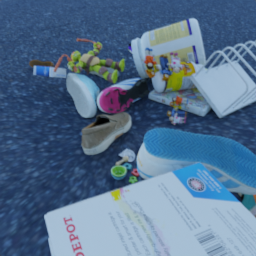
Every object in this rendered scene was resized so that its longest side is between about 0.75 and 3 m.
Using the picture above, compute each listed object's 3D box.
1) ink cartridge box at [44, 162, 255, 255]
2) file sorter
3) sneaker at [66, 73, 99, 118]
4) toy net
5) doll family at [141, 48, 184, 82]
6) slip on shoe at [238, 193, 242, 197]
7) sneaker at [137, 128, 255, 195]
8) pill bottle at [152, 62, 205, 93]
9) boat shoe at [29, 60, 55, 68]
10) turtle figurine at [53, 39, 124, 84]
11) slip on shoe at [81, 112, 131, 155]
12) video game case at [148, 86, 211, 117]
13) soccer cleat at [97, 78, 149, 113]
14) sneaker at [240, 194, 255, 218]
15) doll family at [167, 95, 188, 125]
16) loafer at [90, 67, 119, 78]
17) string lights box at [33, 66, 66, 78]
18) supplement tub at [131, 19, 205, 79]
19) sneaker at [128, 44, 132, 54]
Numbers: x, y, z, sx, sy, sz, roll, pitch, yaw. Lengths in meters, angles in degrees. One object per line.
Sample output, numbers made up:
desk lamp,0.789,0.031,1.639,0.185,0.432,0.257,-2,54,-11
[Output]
ink cartridge box,0.385,2.062,3.986,2.589,1.873,1.906,-14,37,-19
file sorter,3.690,-1.739,9.188,2.458,1.531,1.706,-22,70,-31
sneaker,-1.356,-1.213,9.618,1.003,0.904,2.447,-4,40,-27
toy net,-0.005,0.888,7.126,0.667,0.245,1.271,5,34,8
doll family,1.054,-1.972,9.122,1.447,0.652,0.898,4,66,-15
slip on shoe,3.139,1.276,6.431,1.332,0.404,0.506,-8,35,-11
sneaker,1.385,0.746,5.289,2.475,1.000,0.947,15,47,-3
pill bottle,1.806,-1.828,9.942,1.773,0.969,0.969,-10,36,-16
boat shoe,-3.780,-2.740,12.323,1.096,0.386,0.385,9,-3,8
turtle figurine,-1.295,-2.221,9.913,2.057,0.822,2.551,22,42,10
slip on shoe,-0.599,-0.073,7.836,0.864,0.689,2.273,-4,23,31
video game case,2.260,-1.327,10.313,2.135,0.268,2.346,22,40,29
soccer cleat,-0.308,-1.063,9.491,1.076,0.870,2.491,0,20,41
sneaker,2.723,1.422,5.840,1.459,0.521,0.583,-34,44,-10
doll family,1.554,-0.540,8.890,0.605,0.974,0.439,8,-6,12
loafer,-1.107,-2.476,11.698,1.658,0.579,0.580,20,39,26
string lights box,-2.926,-2.080,10.445,1.184,0.349,0.608,13,12,37
supplement tub,1.577,-2.999,10.942,2.551,1.855,1.855,-12,32,15
sneaker,0.239,-4.009,14.053,0.296,0.424,0.852,-17,37,-23
